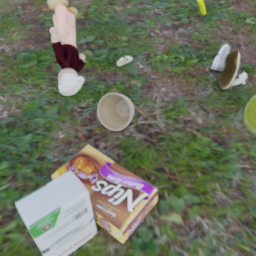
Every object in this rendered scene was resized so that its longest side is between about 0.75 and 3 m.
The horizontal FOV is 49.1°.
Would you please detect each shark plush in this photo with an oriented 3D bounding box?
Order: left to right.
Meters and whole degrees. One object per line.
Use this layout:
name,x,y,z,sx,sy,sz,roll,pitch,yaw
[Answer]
shark plush,4.061,-1.864,10.154,0.415,0.380,0.912,40,64,-16

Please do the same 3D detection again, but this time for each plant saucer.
plant saucer,3.300,-0.363,6.844,0.184,1.182,1.182,10,38,-31

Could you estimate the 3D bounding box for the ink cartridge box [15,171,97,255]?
ink cartridge box,-1.714,2.330,7.080,1.525,2.081,0.864,-29,49,-27

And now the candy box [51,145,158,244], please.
candy box,-0.727,1.866,8.440,2.832,0.800,1.653,29,52,28

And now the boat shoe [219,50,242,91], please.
boat shoe,4.818,-2.566,12.857,0.850,0.753,2.323,-10,47,51

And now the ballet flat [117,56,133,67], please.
ballet flat,-0.146,-3.404,14.039,0.359,0.332,1.064,33,53,29

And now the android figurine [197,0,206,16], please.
android figurine,2.365,-4.188,9.196,0.184,0.896,0.816,-15,38,23

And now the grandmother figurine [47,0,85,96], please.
grandmother figurine,-1.888,-2.399,8.711,0.902,1.806,2.978,-15,73,29

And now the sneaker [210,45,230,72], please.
sneaker,4.729,-3.378,13.893,0.799,0.728,1.949,30,58,9

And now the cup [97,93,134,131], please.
cup,-0.326,-0.676,10.747,1.408,1.408,1.007,21,20,20
